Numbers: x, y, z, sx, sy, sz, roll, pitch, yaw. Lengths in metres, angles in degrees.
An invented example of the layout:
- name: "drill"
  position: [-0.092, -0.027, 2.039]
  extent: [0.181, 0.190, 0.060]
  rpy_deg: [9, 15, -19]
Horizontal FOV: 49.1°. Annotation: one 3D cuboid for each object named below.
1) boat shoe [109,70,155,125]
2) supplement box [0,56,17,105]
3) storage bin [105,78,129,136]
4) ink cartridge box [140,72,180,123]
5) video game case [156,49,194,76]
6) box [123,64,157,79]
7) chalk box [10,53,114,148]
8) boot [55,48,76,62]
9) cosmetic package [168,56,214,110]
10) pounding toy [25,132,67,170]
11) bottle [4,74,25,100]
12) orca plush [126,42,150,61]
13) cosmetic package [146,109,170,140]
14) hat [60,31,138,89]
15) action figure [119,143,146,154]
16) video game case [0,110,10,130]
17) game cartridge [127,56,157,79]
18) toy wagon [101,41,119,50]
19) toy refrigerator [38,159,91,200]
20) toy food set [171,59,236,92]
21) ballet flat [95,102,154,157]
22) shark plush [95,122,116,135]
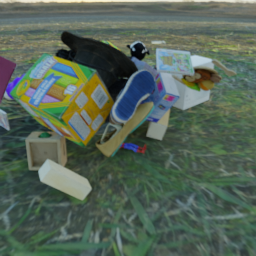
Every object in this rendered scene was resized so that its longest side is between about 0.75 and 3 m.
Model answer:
- name: "boat shoe"
  position: [0.039, -0.863, 7.692]
  extent: [1.975, 0.714, 0.715]
  rpy_deg: [-52, 12, -34]
- name: "supplement box"
  position: [-4.194, -1.106, 8.104]
  extent: [1.041, 1.341, 2.431]
  rpy_deg: [25, -23, -28]
- name: "storage bin"
  position: [-0.273, -0.782, 10.143]
  extent: [0.864, 1.842, 1.246]
  rpy_deg: [6, 28, 14]
- name: "ink cartridge box"
  position: [0.887, -0.899, 8.973]
  extent: [0.585, 1.531, 1.045]
  rpy_deg: [12, 47, -26]
- name: "video game case"
  position: [1.239, -1.784, 7.534]
  extent: [0.953, 0.115, 1.047]
  rpy_deg: [5, 46, -2]
- name: "box"
  position: [0.536, -1.808, 11.093]
  extent: [1.814, 0.446, 1.462]
  rpy_deg: [-15, 37, 18]
- name: "chalk box"
  position: [-1.964, -0.864, 7.768]
  extent: [2.540, 1.585, 1.574]
  rpy_deg: [23, 69, 30]
- name: "boot"
  position: [-2.010, -1.838, 11.100]
  extent: [1.056, 2.338, 2.853]
  rpy_deg: [20, 18, 23]
- name: "cosmetic package"
  position: [2.731, -2.058, 12.511]
  extent: [1.906, 1.912, 1.175]
  rpy_deg: [-22, 34, -35]
- name: "pounding toy"
  position: [-2.288, 0.506, 8.296]
  extent: [1.147, 1.245, 0.885]
  rpy_deg: [0, 19, 0]
- name: "bottle"
  position: [-3.978, -1.832, 11.943]
  extent: [2.925, 0.955, 1.222]
  rpy_deg: [-12, 59, 18]
- name: "orca plush"
  position: [0.202, -2.536, 10.024]
  extent: [0.861, 0.581, 1.636]
  rpy_deg: [22, -5, -20]
- name: "cosmetic package"
  position: [1.116, -0.447, 9.944]
  extent: [0.567, 0.839, 1.594]
  rpy_deg: [15, 51, 0]
- name: "hat"
  position: [-1.005, -1.711, 8.721]
  extent: [2.967, 1.197, 2.967]
  rpy_deg: [23, -4, 2]
- name: "action figure"
  position: [-0.029, 0.460, 9.180]
  extent: [1.191, 0.590, 0.389]
  rpy_deg: [5, 24, 14]
- name: "video game case"
  position: [-4.732, -0.334, 10.549]
  extent: [0.751, 0.685, 0.086]
  rpy_deg: [23, 35, 37]
- name: "game cartridge"
  position: [-0.078, -2.109, 9.854]
  extent: [2.661, 0.511, 1.725]
  rpy_deg: [22, -3, 35]
- name: "toy wagon"
  position: [-0.608, -2.914, 10.228]
  extent: [1.090, 0.216, 0.846]
  rpy_deg: [25, 20, -41]
- name: "toy refrigerator"
  position: [-1.565, 1.315, 6.942]
  extent: [1.259, 0.441, 0.478]
  rpy_deg: [37, 4, -33]
- name: "toy food set"
  position: [2.159, -1.429, 8.255]
  extent: [1.148, 0.334, 1.663]
  rpy_deg: [21, -20, -32]
- name: "ballet flat"
  position: [-0.182, -0.030, 8.275]
  extent: [0.727, 2.306, 0.791]
  rpy_deg: [36, 24, -10]
- name: "shark plush"
  position: [-0.459, -0.090, 9.142]
  extent: [1.349, 0.613, 0.562]
  rpy_deg: [-24, -27, 28]
